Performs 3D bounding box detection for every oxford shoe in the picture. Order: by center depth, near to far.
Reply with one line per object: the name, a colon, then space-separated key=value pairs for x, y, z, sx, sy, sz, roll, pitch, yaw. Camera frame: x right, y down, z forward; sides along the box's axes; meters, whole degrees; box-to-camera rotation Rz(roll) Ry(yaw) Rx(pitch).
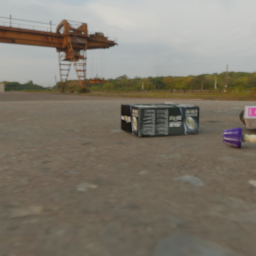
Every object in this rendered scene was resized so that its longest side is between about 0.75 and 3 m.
oxford shoe: x=6.596 y=-0.185 z=12.784 sx=2.714 sy=0.986 sz=1.146 roll=1 pitch=28 yaw=6

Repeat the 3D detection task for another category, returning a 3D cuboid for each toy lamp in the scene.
toy lamp: x=4.263 y=0.358 z=8.874 sx=2.402 sy=0.699 sz=0.699 roll=2 pitch=8 yaw=21

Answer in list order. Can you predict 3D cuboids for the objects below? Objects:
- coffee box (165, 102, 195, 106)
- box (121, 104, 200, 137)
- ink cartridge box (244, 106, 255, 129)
coffee box: x=3.682 y=-1.330 z=19.924 sx=2.069 sy=0.825 sz=1.183 roll=8 pitch=7 yaw=16
box: x=1.342 y=-0.411 z=12.447 sx=2.835 sy=1.221 sz=2.322 roll=-3 pitch=8 yaw=-21
ink cartridge box: x=6.227 y=-0.386 z=11.037 sx=2.970 sy=0.623 sz=1.772 roll=4 pitch=-11 yaw=27
